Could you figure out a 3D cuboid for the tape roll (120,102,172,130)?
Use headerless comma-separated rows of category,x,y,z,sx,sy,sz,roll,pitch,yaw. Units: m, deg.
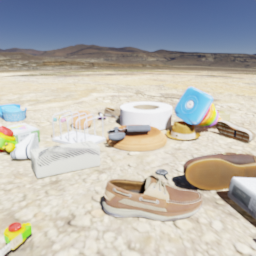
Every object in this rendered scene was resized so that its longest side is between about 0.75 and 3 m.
tape roll,0.964,-0.672,15.147,2.839,0.993,2.839,0,16,0

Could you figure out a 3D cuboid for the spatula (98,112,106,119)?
spatula,-1.633,-0.756,16.870,0.533,0.194,1.885,-2,16,-11

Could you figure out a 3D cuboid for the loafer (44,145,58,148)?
loafer,-2.949,0.920,10.660,0.545,0.484,1.434,2,17,7

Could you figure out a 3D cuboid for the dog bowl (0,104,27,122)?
dog bowl,-6.900,-0.894,16.594,1.385,0.616,2.485,-13,21,-36

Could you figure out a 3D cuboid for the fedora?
fedora,2.584,0.084,13.165,1.668,0.680,1.668,0,16,0

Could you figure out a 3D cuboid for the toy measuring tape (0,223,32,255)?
toy measuring tape,-2.496,2.317,5.738,0.478,0.478,1.301,6,15,21

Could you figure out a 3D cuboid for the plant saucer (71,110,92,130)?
plant saucer,-2.410,-0.444,14.534,1.121,1.121,0.181,1,-28,4

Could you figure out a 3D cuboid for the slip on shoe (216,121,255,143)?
slip on shoe,4.948,0.127,12.934,0.573,0.720,1.893,-13,23,-33

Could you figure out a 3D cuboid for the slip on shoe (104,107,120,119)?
slip on shoe,-0.672,-0.896,16.730,1.755,0.532,0.667,10,19,31

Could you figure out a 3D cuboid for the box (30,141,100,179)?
box,-2.157,1.051,9.725,2.234,0.764,0.918,-9,19,-29

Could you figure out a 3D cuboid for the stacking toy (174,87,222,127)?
stacking toy,3.747,-0.648,13.589,2.889,1.585,1.677,22,12,-42

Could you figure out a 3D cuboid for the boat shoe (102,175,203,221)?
boat shoe,0.626,1.727,7.134,2.580,0.926,0.977,0,16,-2

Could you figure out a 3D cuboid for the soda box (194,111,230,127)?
soda box,4.356,-0.477,15.018,2.054,0.695,0.657,-2,17,-6

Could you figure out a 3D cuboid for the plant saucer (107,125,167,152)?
plant saucer,0.389,0.360,12.546,2.703,0.506,2.703,1,17,0

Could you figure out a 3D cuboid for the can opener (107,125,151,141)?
can opener,0.046,0.246,11.813,1.925,0.644,0.514,-2,-22,-20

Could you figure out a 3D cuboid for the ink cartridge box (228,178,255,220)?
ink cartridge box,4.345,2.011,7.023,2.776,0.792,2.256,8,13,-19

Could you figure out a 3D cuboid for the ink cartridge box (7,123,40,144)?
ink cartridge box,-4.990,0.248,12.705,1.082,0.618,2.084,-15,22,-42

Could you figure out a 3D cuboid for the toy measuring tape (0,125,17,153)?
toy measuring tape,-5.459,0.202,11.572,1.061,1.061,2.884,-14,35,-40

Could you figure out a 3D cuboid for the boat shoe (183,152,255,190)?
boat shoe,3.004,1.272,8.631,2.912,1.025,1.024,5,19,-12

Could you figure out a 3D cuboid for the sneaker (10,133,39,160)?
sneaker,-4.032,0.705,11.105,0.785,0.745,1.950,-11,16,-3

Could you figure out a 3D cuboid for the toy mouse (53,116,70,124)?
toy mouse,-3.916,-0.479,15.870,1.141,0.221,1.014,8,18,24

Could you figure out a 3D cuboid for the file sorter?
file sorter,-2.215,0.013,12.443,1.979,1.232,1.373,10,20,30

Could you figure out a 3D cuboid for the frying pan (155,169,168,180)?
frying pan,1.108,1.527,9.301,0.454,0.122,0.750,2,13,8
